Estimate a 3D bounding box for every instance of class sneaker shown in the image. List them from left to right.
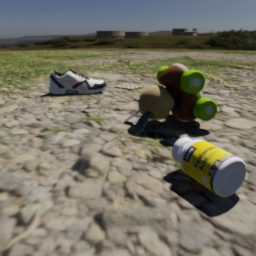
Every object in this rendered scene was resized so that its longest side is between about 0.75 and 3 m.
[{"bbox_3d":[-2.424,-2.211,13.441,2.788,1.115,1.028,-2,18,-10],"label":"sneaker"}]

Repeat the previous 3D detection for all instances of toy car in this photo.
[{"bbox_3d":[1.088,-0.653,8.912,2.480,1.957,2.037,-34,23,-8],"label":"toy car"}]

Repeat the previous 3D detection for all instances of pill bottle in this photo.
[{"bbox_3d":[1.505,0.690,5.507,0.776,0.776,1.394,-11,23,-28],"label":"pill bottle"}]

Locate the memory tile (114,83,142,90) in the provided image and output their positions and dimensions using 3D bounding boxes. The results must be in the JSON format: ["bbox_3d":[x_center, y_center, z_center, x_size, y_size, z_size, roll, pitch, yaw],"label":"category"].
[{"bbox_3d":[0.007,-2.185,14.840,1.313,0.110,1.006,17,25,40],"label":"memory tile"}]
